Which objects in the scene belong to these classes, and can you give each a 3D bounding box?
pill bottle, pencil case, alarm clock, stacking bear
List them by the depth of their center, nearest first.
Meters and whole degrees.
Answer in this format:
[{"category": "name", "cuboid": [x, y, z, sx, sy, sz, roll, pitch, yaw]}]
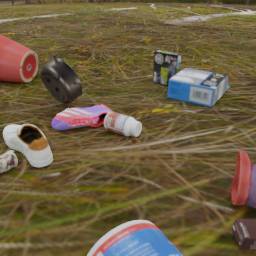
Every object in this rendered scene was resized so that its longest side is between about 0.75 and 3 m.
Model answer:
[{"category": "pill bottle", "cuboid": [0.522, 2.371, 3.275, 1.358, 1.358, 2.419, -17, 35, -28]}, {"category": "stacking bear", "cuboid": [3.046, 1.218, 5.480, 1.783, 1.083, 1.014, 9, 22, 15]}, {"category": "pencil case", "cuboid": [-3.210, 0.926, 6.715, 0.421, 0.484, 1.082, 25, 37, 34]}, {"category": "pill bottle", "cuboid": [-0.148, -0.094, 8.421, 1.051, 0.590, 0.590, 18, 34, 26]}, {"category": "alarm clock", "cuboid": [-2.400, -1.487, 9.772, 1.514, 2.244, 0.747, 48, 65, -2]}]

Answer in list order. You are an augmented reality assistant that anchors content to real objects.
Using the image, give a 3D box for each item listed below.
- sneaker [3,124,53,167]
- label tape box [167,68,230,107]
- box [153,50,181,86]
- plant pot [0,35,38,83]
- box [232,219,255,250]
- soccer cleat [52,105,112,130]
[{"category": "sneaker", "cuboid": [-2.770, 0.167, 7.613, 2.230, 0.944, 0.812, 25, 39, 39]}, {"category": "label tape box", "cuboid": [2.930, -1.803, 11.243, 1.809, 0.794, 2.508, 17, 34, 28]}, {"category": "box", "cuboid": [1.623, -2.491, 11.858, 1.121, 1.399, 0.310, 22, 36, 32]}, {"category": "plant pot", "cuboid": [-5.060, -2.876, 12.248, 1.742, 1.969, 1.969, 18, 32, 8]}, {"category": "box", "cuboid": [2.427, 1.925, 5.067, 0.912, 0.342, 0.457, 0, 31, 0]}, {"category": "soccer cleat", "cuboid": [-1.369, -0.278, 8.748, 1.953, 0.651, 0.747, -14, 36, -29]}]
